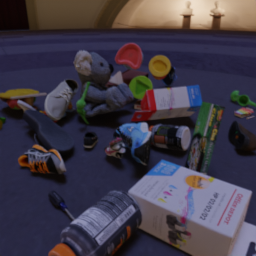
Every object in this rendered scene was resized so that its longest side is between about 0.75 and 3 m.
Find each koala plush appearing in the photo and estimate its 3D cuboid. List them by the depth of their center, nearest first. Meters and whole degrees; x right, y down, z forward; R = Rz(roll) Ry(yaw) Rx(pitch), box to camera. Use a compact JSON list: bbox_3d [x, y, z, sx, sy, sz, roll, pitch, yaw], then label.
[{"bbox_3d":[-1.283,-1.805,10.981,2.243,2.441,2.165,-15,10,15],"label":"koala plush"}]

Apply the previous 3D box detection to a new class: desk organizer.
[{"bbox_3d":[-0.051,-2.025,13.727,1.101,1.026,2.860,15,30,21],"label":"desk organizer"}]

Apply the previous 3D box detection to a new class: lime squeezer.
[{"bbox_3d":[-1.637,-0.740,10.123,0.338,1.792,0.633,11,37,7],"label":"lime squeezer"},{"bbox_3d":[5.336,-1.261,12.908,0.991,0.529,2.806,25,16,-20],"label":"lime squeezer"}]

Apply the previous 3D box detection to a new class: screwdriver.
[{"bbox_3d":[-1.299,1.889,6.207,1.758,0.245,0.256,27,6,41],"label":"screwdriver"}]

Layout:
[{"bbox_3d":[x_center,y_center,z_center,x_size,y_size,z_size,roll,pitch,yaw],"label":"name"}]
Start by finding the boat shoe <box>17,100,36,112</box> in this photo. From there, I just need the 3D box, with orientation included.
[{"bbox_3d":[-3.615,-0.527,10.385,0.455,1.237,0.413,10,66,54],"label":"boat shoe"}]

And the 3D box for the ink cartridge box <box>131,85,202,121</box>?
[{"bbox_3d":[1.347,-0.892,10.635,2.487,0.836,1.445,-6,-12,-8],"label":"ink cartridge box"}]

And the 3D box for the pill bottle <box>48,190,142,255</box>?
[{"bbox_3d":[-0.587,1.962,5.144,0.924,0.924,1.740,18,33,34],"label":"pill bottle"}]

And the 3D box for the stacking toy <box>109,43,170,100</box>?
[{"bbox_3d":[0.483,-2.428,12.510,2.377,2.152,1.004,30,2,8],"label":"stacking toy"}]

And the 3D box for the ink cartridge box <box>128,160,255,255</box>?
[{"bbox_3d":[1.476,1.716,5.683,2.624,0.890,1.510,17,31,29],"label":"ink cartridge box"}]

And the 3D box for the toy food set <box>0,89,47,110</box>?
[{"bbox_3d":[-4.496,-1.082,11.728,1.501,0.833,2.551,-14,20,-35],"label":"toy food set"}]

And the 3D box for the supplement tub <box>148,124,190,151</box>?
[{"bbox_3d":[1.273,0.283,8.863,1.235,0.757,0.757,7,24,34],"label":"supplement tub"}]

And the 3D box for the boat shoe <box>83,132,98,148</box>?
[{"bbox_3d":[-1.239,0.313,9.350,0.422,0.362,1.155,4,15,2],"label":"boat shoe"}]

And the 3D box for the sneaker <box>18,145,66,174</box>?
[{"bbox_3d":[-2.349,0.971,7.675,1.764,0.690,0.681,7,28,43],"label":"sneaker"}]

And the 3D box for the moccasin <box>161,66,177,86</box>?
[{"bbox_3d":[2.058,-2.720,14.293,0.798,0.941,2.340,-24,-11,17],"label":"moccasin"}]

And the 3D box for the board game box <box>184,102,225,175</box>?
[{"bbox_3d":[1.898,0.350,7.134,0.232,1.977,1.036,12,10,-7],"label":"board game box"}]

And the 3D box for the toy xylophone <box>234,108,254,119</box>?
[{"bbox_3d":[4.834,-0.599,11.576,0.863,0.217,0.632,-21,32,-37],"label":"toy xylophone"}]

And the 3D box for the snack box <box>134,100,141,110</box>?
[{"bbox_3d":[1.395,-0.931,12.172,2.157,0.262,0.775,11,33,22],"label":"snack box"}]

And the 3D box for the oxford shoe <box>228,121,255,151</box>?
[{"bbox_3d":[3.825,0.312,9.305,0.728,0.626,1.724,16,27,-5],"label":"oxford shoe"}]

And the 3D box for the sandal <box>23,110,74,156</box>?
[{"bbox_3d":[-2.669,0.228,9.273,1.112,0.626,2.924,13,16,-39],"label":"sandal"}]

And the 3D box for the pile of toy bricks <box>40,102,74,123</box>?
[{"bbox_3d":[-2.925,-0.941,11.464,1.040,0.926,1.875,10,27,22],"label":"pile of toy bricks"}]

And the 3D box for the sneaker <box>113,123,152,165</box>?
[{"bbox_3d":[0.088,0.431,8.315,1.094,0.953,2.432,5,11,-4],"label":"sneaker"}]

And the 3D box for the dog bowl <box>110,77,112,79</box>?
[{"bbox_3d":[-1.022,-2.320,14.894,1.315,0.518,1.315,-2,24,1],"label":"dog bowl"}]

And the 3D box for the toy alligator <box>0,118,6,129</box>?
[{"bbox_3d":[-5.354,-0.039,9.699,0.836,0.765,2.819,9,26,19],"label":"toy alligator"}]

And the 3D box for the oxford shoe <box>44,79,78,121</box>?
[{"bbox_3d":[-2.544,-1.194,10.878,0.687,0.895,2.381,-26,29,29],"label":"oxford shoe"}]

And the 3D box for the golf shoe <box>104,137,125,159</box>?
[{"bbox_3d":[-0.392,0.688,8.167,0.420,0.533,1.157,-20,-11,-21],"label":"golf shoe"}]
